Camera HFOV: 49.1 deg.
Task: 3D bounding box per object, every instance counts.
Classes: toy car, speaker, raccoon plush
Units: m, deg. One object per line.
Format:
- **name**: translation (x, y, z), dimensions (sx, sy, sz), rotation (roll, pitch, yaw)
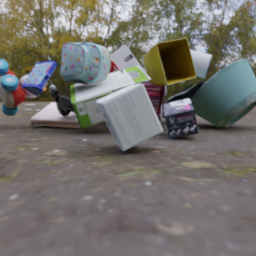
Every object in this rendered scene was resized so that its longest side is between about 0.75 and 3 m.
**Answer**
- **toy car**: translation (-4.402, -1.789, 11.626), dimensions (1.997, 1.841, 1.766), rotation (-22, 64, -34)
- **speaker**: translation (2.395, -3.090, 12.822), dimensions (2.686, 1.091, 1.091), rotation (17, 11, 14)
- **raccoon plush**: translation (-2.399, -1.182, 11.462), dimensions (0.753, 1.557, 1.043), rotation (4, 29, 47)

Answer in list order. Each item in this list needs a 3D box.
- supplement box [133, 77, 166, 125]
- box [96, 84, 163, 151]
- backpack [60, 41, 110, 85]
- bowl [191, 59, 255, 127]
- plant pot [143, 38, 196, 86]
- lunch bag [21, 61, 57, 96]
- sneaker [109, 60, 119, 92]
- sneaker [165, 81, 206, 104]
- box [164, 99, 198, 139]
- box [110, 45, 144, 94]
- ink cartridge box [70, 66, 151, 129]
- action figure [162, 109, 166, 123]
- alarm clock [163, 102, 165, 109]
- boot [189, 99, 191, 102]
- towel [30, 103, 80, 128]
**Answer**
- **supplement box**: translation (0.738, -1.025, 11.019), dimensions (1.340, 0.749, 2.461), rotation (3, 43, 13)
- **box**: translation (-0.010, -0.306, 6.885), dimensions (1.084, 1.259, 1.265), rotation (-26, 12, -7)
- **backpack**: translation (-1.517, -2.281, 9.889), dimensions (1.678, 1.475, 1.286), rotation (7, 4, 21)
- **bowl**: translation (4.129, -1.134, 11.427), dimensions (2.990, 1.564, 2.990), rotation (-31, -20, -13)
- **plant pot**: translation (1.401, -2.303, 10.331), dimensions (1.467, 1.468, 1.294), rotation (-19, 6, -29)
- **lunch bag**: translation (-3.084, -1.813, 10.002), dimensions (0.686, 1.099, 1.459), rotation (36, -17, -27)
- **sneaker**: translation (-1.285, -2.327, 11.525), dimensions (2.139, 1.236, 0.838), rotation (8, 20, -34)
- **sneaker**: translation (2.800, -1.474, 13.395), dimensions (2.305, 0.826, 0.954), rotation (-28, 13, 8)
- **box**: translation (1.680, -0.338, 9.022), dimensions (0.940, 0.816, 1.423), rotation (-13, 19, 11)
- **box**: translation (-0.440, -2.221, 13.714), dimensions (2.567, 1.687, 2.581), rotation (-35, -15, 7)
- **ink cartridge box**: translation (-0.632, -1.218, 10.312), dimensions (2.787, 1.056, 2.060), rotation (-18, 27, -4)
- **action figure**: translation (1.893, -0.603, 13.249), dimensions (1.075, 0.720, 0.801), rotation (29, -10, 1)
- **alarm clock**: translation (1.106, -1.539, 12.967), dimensions (0.895, 2.690, 1.814), rotation (8, 4, -10)
- **boot**: translation (2.461, -0.840, 12.628), dimensions (1.322, 0.946, 0.465), rotation (-8, 44, -24)
- **towel**: translation (-2.717, -0.580, 12.405), dimensions (2.398, 0.405, 2.511), rotation (2, 22, 8)
